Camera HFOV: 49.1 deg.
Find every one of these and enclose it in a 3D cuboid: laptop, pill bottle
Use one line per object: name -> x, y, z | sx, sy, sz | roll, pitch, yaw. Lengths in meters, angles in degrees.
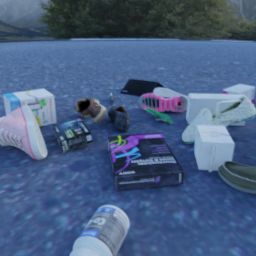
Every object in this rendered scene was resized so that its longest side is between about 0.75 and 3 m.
laptop -> 0.863, -2.103, 15.613 | 1.789, 1.043, 2.019 | 12, 0, 26
pill bottle -> -0.498, 1.973, 4.800 | 0.711, 0.711, 1.250 | 7, 23, 18

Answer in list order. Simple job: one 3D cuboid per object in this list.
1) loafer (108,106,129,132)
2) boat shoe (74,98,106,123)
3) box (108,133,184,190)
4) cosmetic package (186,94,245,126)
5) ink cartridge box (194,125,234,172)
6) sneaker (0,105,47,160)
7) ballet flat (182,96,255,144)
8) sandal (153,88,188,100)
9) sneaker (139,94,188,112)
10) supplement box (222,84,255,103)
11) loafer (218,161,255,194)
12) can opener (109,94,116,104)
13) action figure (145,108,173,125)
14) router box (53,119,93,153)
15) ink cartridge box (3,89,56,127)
loafer -> -0.300, -0.518, 10.750 | 0.696, 0.692, 1.913 | 12, 19, -24
boat shoe -> -1.671, -0.871, 11.055 | 0.858, 0.860, 2.385 | 33, 1, -30
box -> 0.378, 0.829, 7.854 | 1.725, 0.436, 2.413 | -4, 24, -8
cosmetic package -> 3.422, -0.722, 10.919 | 2.174, 1.105, 0.805 | 3, 21, 4
ink cartridge box -> 2.405, 0.593, 7.953 | 0.861, 0.884, 1.375 | 2, 24, 5
sneaker -> -3.436, 0.317, 8.673 | 1.401, 1.008, 2.679 | -25, 39, -13
ballet flat -> 2.937, -0.361, 9.393 | 2.724, 0.977, 0.977 | -22, 26, -7
sandal -> 2.135, -1.296, 13.184 | 2.110, 0.518, 0.858 | 22, 43, 17
sneaker -> 1.560, -1.057, 12.385 | 2.161, 0.854, 1.031 | 6, 5, 9
supplement box -> 5.154, -1.464, 13.076 | 1.639, 0.829, 0.847 | -20, 29, -39
loafer -> 3.276, 1.165, 6.683 | 2.224, 0.775, 0.836 | 16, 27, 34
can opener -> -0.760, -1.444, 13.729 | 0.364, 0.289, 1.096 | 4, 23, -6
action figure -> 1.297, -0.436, 11.158 | 0.707, 0.327, 1.198 | -6, 29, -46
router box -> -1.853, 0.219, 9.276 | 1.017, 0.421, 1.357 | -19, 27, -17
ink cartridge box -> -3.765, -0.723, 10.779 | 1.603, 1.176, 1.171 | -14, 26, -31
